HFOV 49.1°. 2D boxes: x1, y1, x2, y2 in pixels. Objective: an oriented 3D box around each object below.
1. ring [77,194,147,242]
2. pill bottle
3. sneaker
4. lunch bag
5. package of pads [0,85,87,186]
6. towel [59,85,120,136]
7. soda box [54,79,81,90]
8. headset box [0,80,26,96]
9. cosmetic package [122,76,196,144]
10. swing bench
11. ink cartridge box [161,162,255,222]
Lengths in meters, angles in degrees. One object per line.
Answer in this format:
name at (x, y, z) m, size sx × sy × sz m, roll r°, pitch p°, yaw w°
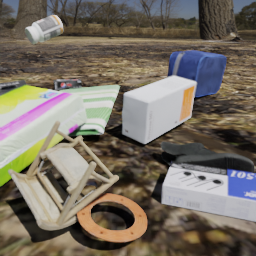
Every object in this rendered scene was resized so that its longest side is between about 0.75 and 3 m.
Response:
ring at (-0.206, 1.155, 3.638) m, size 0.924 × 0.089 × 0.924 m, roll 11°, pitch 20°, yaw -4°
pill bottle at (-2.108, -2.469, 7.058) m, size 0.850 × 0.495 × 0.495 m, roll -34°, pitch 35°, yaw -25°
sneaker at (1.425, 0.557, 5.299) m, size 1.654 × 0.497 × 0.863 m, roll -2°, pitch 23°, yaw 12°
lunch bag at (2.569, -2.152, 10.702) m, size 1.491 × 1.531 × 2.254 m, roll 26°, pitch 27°, yaw 39°
package of pads at (-2.374, -0.041, 5.853) m, size 1.894 × 0.836 × 2.452 m, roll 13°, pitch 36°, yaw 31°
towel at (-1.369, -0.506, 7.596) m, size 2.018 × 0.309 × 2.646 m, roll -5°, pitch 28°, yaw 9°
soda box at (-2.549, -1.845, 11.808) m, size 1.124 × 0.356 × 0.398 m, roll -5°, pitch 22°, yaw -15°
headset box at (-3.213, -0.675, 7.357) m, size 1.030 × 0.520 × 1.386 m, roll -18°, pitch -17°, yaw -37°
cosmetic package at (0.804, -0.520, 6.899) m, size 0.740 × 1.054 × 2.078 m, roll 24°, pitch 35°, yaw 35°
swing bench at (-0.866, 0.634, 3.680) m, size 0.997 × 1.002 × 0.650 m, roll 42°, pitch -1°, yaw 36°
ink cartridge box at (1.443, 0.977, 4.400) m, size 1.703 × 0.376 × 0.800 m, roll 7°, pitch 23°, yaw 17°
